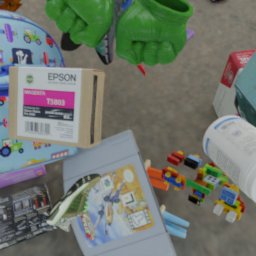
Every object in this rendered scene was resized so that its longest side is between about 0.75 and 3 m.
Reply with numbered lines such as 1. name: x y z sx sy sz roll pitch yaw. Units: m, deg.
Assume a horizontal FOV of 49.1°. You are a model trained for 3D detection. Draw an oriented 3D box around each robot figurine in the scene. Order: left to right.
1. robot figurine: -2.822 -3.087 6.468 2.468 0.718 1.789 -35 18 13

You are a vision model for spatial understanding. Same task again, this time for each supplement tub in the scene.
1. supplement tub: 1.651 0.394 3.898 0.780 0.780 1.182 -14 32 -11

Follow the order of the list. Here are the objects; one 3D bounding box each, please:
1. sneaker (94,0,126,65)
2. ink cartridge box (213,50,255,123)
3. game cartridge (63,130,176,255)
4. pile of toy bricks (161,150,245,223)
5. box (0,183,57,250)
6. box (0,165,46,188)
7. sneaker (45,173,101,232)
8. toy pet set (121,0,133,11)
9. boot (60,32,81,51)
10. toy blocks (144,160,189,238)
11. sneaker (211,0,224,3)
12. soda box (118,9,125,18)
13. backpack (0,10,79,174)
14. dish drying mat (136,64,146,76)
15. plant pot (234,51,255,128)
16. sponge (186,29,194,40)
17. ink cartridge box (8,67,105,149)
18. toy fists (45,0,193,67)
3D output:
1. sneaker: -0.429 -2.701 6.698 1.189 2.717 1.011 -24 57 -7
2. ink cartridge box: 3.449 -0.315 7.411 1.206 2.122 2.912 -5 52 -4
3. game cartridge: -0.333 1.656 6.009 1.877 0.585 2.819 -21 77 3
4. pile of toy bricks: 1.502 0.939 5.348 1.636 0.908 0.808 26 36 33
5. box: -2.530 2.079 6.657 1.420 0.353 1.119 -18 54 -13
6. box: -3.508 0.844 7.560 2.291 0.448 1.567 -16 54 -12
7. sneaker: -0.572 0.879 3.286 0.821 0.316 0.364 -46 104 2
8. toy pet set: -0.618 -5.118 11.811 2.980 1.583 2.783 -18 46 27
9. boot: -1.680 -3.476 8.587 0.679 2.007 1.311 0 52 -30
10. toy blocks: 0.507 1.634 6.752 2.103 0.764 1.753 17 54 13
11. sneaker: 3.875 -6.466 13.153 1.789 0.694 1.002 22 54 17
12. soda box: -0.907 -4.833 11.897 2.046 0.648 0.724 34 59 24
13. backpack: -2.298 -0.844 5.503 2.005 2.980 2.720 11 12 43
14. dish drying mat: 0.197 -1.710 7.158 0.088 0.965 0.371 -29 55 16
15. plant pot: 3.024 -0.591 4.802 1.959 1.918 1.923 -30 55 12
16. sponge: 2.179 -3.710 11.334 0.568 0.152 1.019 32 58 23
17. ink cartridge box: -0.875 -0.267 3.387 1.096 0.903 0.412 5 8 16
18. toy fists: -0.230 -2.082 5.461 2.856 1.456 0.982 19 49 -7
